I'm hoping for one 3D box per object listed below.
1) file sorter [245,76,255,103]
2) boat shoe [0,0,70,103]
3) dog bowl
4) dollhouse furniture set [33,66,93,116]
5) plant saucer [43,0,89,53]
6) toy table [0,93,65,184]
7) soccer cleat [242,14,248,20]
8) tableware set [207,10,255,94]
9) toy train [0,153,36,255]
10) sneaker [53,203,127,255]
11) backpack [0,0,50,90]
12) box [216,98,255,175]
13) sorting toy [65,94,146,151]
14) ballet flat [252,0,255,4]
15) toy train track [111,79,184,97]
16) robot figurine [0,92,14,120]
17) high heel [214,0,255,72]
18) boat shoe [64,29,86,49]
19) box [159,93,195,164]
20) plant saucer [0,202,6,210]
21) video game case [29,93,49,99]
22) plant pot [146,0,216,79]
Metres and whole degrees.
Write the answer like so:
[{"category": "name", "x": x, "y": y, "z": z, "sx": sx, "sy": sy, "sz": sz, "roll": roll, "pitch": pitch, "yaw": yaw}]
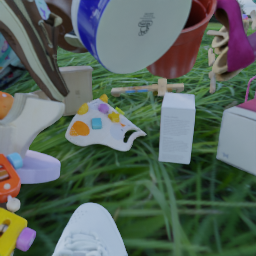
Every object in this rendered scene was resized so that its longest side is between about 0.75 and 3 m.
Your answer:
[{"category": "file sorter", "x": 4.797, "y": -0.689, "z": 8.515, "sx": 1.563, "sy": 1.411, "sz": 2.250, "roll": -3, "pitch": 25, "yaw": -7}, {"category": "boat shoe", "x": -1.688, "y": -1.730, "z": 5.315, "sx": 1.112, "sy": 3.007, "sz": 1.110, "roll": -36, "pitch": 52, "yaw": -10}, {"category": "dog bowl", "x": 0.084, "y": -1.851, "z": 4.571, "sx": 1.894, "sy": 1.894, "sz": 0.746, "roll": -18, "pitch": 56, "yaw": -34}, {"category": "dollhouse furniture set", "x": -2.539, "y": -1.631, "z": 10.199, "sx": 2.287, "sy": 1.581, "sz": 2.422, "roll": -10, "pitch": 30, "yaw": -24}, {"category": "plant saucer", "x": -2.342, "y": -3.656, "z": 9.958, "sx": 2.581, "sy": 2.581, "sz": 0.472, "roll": 17, "pitch": 55, "yaw": 33}, {"category": "toy table", "x": -2.770, "y": 0.061, "z": 5.964, "sx": 2.839, "sy": 1.663, "sz": 2.610, "roll": 9, "pitch": 7, "yaw": -3}, {"category": "soccer cleat", "x": 3.890, "y": -3.467, "z": 9.610, "sx": 0.369, "sy": 1.106, "sz": 0.423, "roll": 18, "pitch": -10, "yaw": 15}, {"category": "tableware set", "x": 2.956, "y": -2.473, "z": 8.274, "sx": 0.586, "sy": 1.934, "sz": 2.926, "roll": 35, "pitch": 40, "yaw": -16}, {"category": "toy train", "x": -2.585, "y": 1.439, "z": 4.131, "sx": 2.030, "sy": 0.752, "sz": 2.703, "roll": 41, "pitch": 40, "yaw": 21}, {"category": "sneaker", "x": -0.476, "y": 1.796, "z": 3.235, "sx": 1.093, "sy": 1.278, "sz": 2.934, "roll": -2, "pitch": 23, "yaw": -3}, {"category": "backpack", "x": -3.149, "y": -2.317, "z": 6.578, "sx": 2.562, "sy": 2.274, "sz": 1.929, "roll": -32, "pitch": 1, "yaw": 12}, {"category": "box", "x": 3.312, "y": 0.083, "z": 6.914, "sx": 2.062, "sy": 1.318, "sz": 1.123, "roll": -19, "pitch": 31, "yaw": -36}, {"category": "sorting toy", "x": -0.438, "y": -0.030, "z": 7.970, "sx": 1.729, "sy": 1.026, "sz": 1.920, "roll": 31, "pitch": 34, "yaw": 17}, {"category": "ballet flat", "x": 4.546, "y": -4.288, "z": 9.381, "sx": 0.291, "sy": 0.283, "sz": 0.819, "roll": -17, "pitch": 30, "yaw": -14}, {"category": "toy train track", "x": 0.784, "y": -1.442, "z": 11.428, "sx": 2.922, "sy": 0.475, "sz": 1.676, "roll": -2, "pitch": 31, "yaw": 9}, {"category": "robot figurine", "x": -4.393, "y": -0.762, "z": 9.271, "sx": 1.589, "sy": 1.143, "sz": 0.927, "roll": 10, "pitch": 48, "yaw": 21}, {"category": "high heel", "x": 2.189, "y": -2.268, "z": 6.422, "sx": 1.070, "sy": 0.750, "sz": 2.225, "roll": -32, "pitch": 53, "yaw": 8}, {"category": "boat shoe", "x": -1.123, "y": -2.461, "z": 7.826, "sx": 1.363, "sy": 0.509, "sz": 0.452, "roll": 20, "pitch": 68, "yaw": 27}, {"category": "box", "x": 1.212, "y": -0.017, "z": 6.989, "sx": 0.767, "sy": 1.443, "sz": 1.099, "roll": 5, "pitch": 25, "yaw": 10}, {"category": "plant saucer", "x": -3.214, "y": 1.500, "z": 4.611, "sx": 2.215, "sy": 0.355, "sz": 2.215, "roll": 6, "pitch": 31, "yaw": -4}, {"category": "video game case", "x": -3.243, "y": -1.340, "z": 11.485, "sx": 1.283, "sy": 0.150, "sz": 1.166, "roll": -19, "pitch": 31, "yaw": -33}, {"category": "plant pot", "x": 1.087, "y": -2.464, "z": 7.307, "sx": 2.025, "sy": 1.970, "sz": 2.025, "roll": -3, "pitch": 62, "yaw": 5}]
